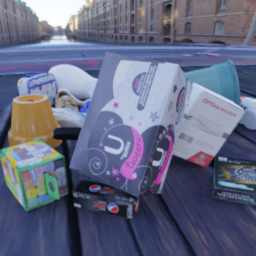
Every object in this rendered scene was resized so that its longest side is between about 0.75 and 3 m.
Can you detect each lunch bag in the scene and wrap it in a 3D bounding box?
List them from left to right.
[{"bbox_3d":[-4.308,-1.755,13.453,0.829,1.758,2.194,7,22,19],"label":"lunch bag"}]

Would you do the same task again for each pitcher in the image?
[{"bbox_3d":[-2.839,-2.111,14.672,2.975,1.803,2.552,16,35,9],"label":"pitcher"}]

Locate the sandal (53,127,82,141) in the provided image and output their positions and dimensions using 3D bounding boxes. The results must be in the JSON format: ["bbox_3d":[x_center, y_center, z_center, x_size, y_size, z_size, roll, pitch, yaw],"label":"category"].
[{"bbox_3d":[-1.089,0.386,9.211,2.685,0.643,1.009,-1,-18,-12],"label":"sandal"}]

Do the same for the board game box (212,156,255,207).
[{"bbox_3d":[3.643,1.464,7.360,2.712,0.382,1.834,7,23,16],"label":"board game box"}]

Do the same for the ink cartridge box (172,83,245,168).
[{"bbox_3d":[2.136,-0.063,8.292,1.509,2.055,0.852,23,21,-15],"label":"ink cartridge box"}]

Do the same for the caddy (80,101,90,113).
[{"bbox_3d":[-1.415,-0.638,12.177,1.327,0.697,0.938,9,47,24],"label":"caddy"}]

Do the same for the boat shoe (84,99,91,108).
[{"bbox_3d":[-1.073,-0.982,12.991,1.946,0.726,0.606,5,21,-5],"label":"boat shoe"}]

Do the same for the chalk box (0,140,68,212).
[{"bbox_3d":[-2.276,1.199,6.993,1.142,1.147,1.844,-17,26,-36],"label":"chalk box"}]

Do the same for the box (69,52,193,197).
[{"bbox_3d":[0.154,-0.061,6.601,1.876,2.839,1.629,17,-1,26],"label":"box"}]

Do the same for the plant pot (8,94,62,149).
[{"bbox_3d":[-3.312,-0.245,9.844,1.823,1.669,1.823,0,22,0],"label":"plant pot"}]

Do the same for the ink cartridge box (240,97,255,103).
[{"bbox_3d":[5.535,-1.152,13.615,1.095,0.506,2.010,-17,29,-36],"label":"ink cartridge box"}]

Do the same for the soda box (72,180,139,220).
[{"bbox_3d":[-0.523,1.685,6.649,1.533,0.486,0.543,8,25,16],"label":"soda box"}]

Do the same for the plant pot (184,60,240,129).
[{"bbox_3d":[2.814,-1.204,11.315,2.651,2.706,2.706,-5,21,8],"label":"plant pot"}]

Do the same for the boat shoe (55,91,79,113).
[{"bbox_3d":[-2.853,-1.020,12.757,1.023,0.917,2.763,-10,24,-23],"label":"boat shoe"}]

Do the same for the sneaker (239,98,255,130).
[{"bbox_3d":[5.334,-0.748,12.106,1.486,0.971,2.585,-5,28,-13],"label":"sneaker"}]

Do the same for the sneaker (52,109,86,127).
[{"bbox_3d":[-2.751,-0.435,11.326,2.420,0.870,0.877,13,39,15],"label":"sneaker"}]
